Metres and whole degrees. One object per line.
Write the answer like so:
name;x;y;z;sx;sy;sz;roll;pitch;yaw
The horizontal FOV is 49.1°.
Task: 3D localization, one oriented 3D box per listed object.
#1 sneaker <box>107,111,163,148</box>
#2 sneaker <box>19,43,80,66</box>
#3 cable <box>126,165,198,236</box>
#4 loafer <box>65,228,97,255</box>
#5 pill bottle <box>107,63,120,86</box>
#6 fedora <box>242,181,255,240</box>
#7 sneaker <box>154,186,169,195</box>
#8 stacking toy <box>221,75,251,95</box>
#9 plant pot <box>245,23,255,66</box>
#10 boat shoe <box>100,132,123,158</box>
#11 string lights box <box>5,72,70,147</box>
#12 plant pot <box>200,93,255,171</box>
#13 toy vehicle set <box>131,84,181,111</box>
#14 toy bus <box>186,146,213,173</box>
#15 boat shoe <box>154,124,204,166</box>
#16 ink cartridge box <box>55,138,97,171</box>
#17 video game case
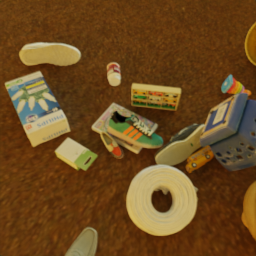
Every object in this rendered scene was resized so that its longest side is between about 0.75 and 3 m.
sneaker;0.270;0.040;10.111;2.166;0.866;0.773;20;26;15
sneaker;-3.643;-3.614;13.251;2.766;1.057;1.113;2;34;-4
cable;1.024;2.197;8.518;2.094;0.725;2.094;36;74;0
loafer;-1.454;3.725;7.758;0.719;0.718;2.058;17;55;13
pill bottle;-0.636;-2.387;12.517;0.567;0.567;0.993;-5;53;-4
fedora;4.226;2.661;8.217;2.482;1.012;2.482;9;63;-17
sneaker;0.912;1.840;9.403;1.120;0.420;0.485;29;91;35
stacking toy;4.668;-1.661;11.917;1.210;0.664;0.702;20;46;-8
plant pot;6.880;-3.901;12.876;1.645;2.318;2.318;-9;48;-40
boat shoe;-0.616;0.614;10.262;0.426;0.374;1.196;-36;68;-8
string lights box;-3.623;-0.825;11.118;1.526;0.876;2.970;-25;56;-17
plant pot;3.656;0.079;9.378;1.745;1.941;1.941;34;62;-8
toy vehicle set;1.078;-1.218;11.236;1.889;1.174;0.250;7;60;5
toy bus;2.527;1.118;9.960;1.181;0.384;0.462;-27;57;-19
boat shoe;1.909;0.608;10.230;2.385;0.856;0.806;-32;28;-15
ink cartridge box;-1.831;1.012;10.017;1.400;0.415;0.727;28;58;20
video game case;-0.135;-0.040;10.969;2.109;0.190;1.510;27;57;19
